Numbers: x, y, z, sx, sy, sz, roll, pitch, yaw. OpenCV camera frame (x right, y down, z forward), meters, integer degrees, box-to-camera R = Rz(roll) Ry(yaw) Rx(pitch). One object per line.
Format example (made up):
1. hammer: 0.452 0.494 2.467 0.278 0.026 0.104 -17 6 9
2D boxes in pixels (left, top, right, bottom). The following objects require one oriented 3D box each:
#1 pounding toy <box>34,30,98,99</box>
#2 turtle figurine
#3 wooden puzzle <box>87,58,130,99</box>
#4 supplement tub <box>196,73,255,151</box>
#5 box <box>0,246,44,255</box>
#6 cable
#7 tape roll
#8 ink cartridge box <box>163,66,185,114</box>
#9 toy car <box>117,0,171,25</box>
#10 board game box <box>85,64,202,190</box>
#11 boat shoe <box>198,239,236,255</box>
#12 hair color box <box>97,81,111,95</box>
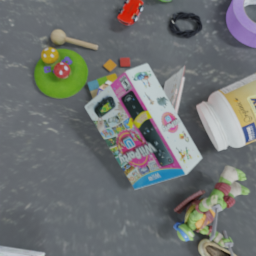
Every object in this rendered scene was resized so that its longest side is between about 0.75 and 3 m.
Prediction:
1. pounding toy: -2.274 -2.304 9.535 1.879 1.130 2.434 18 75 5
2. turtle figurine: 2.683 2.440 7.726 1.816 2.524 2.447 47 70 -8
3. wooden puzzle: -0.319 -1.070 9.652 1.765 0.209 2.976 -20 75 -6
4. supplement tub: 3.557 -0.513 8.405 2.553 1.843 1.843 -25 75 9
5. box: -3.386 4.318 7.596 1.685 0.923 1.910 5 71 4
6. cable: 2.161 -3.825 10.414 1.212 0.308 0.989 18 75 5
7. tape roll: 4.886 -4.148 10.266 2.353 0.772 2.353 0 73 0
8. ink cartridge box: 1.405 -0.779 8.734 0.411 1.638 1.887 17 78 -11
9. toy car: 0.794 -5.081 10.625 2.622 0.621 2.786 -6 74 -2
10. board game box: 0.338 0.078 7.909 0.953 2.187 2.965 -32 91 -42
11. boat shoe: 2.907 3.902 7.981 1.916 0.622 0.691 35 77 10
12. hair color box: -0.324 -1.022 9.146 1.233 0.400 0.674 26 38 11
